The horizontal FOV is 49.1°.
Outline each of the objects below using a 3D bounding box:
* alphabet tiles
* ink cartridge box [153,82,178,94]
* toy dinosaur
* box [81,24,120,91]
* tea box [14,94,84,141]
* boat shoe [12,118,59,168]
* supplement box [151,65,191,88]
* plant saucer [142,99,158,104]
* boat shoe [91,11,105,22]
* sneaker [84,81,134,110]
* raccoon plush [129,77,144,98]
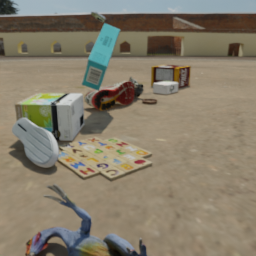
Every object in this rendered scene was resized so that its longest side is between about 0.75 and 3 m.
[{"bbox_3d":[-0.686,0.698,7.308,2.094,0.080,2.516,-13,22,-38],"label":"alphabet tiles"},{"bbox_3d":[2.185,-2.355,16.371,0.950,0.548,1.305,14,22,38],"label":"ink cartridge box"},{"bbox_3d":[-0.554,1.700,3.545,1.017,1.937,1.758,-53,19,-27],"label":"toy dinosaur"},{"bbox_3d":[-1.031,-2.829,10.965,0.716,1.199,2.915,19,45,-8],"label":"box"},{"bbox_3d":[-2.433,-0.400,9.018,1.700,1.154,1.728,0,17,3],"label":"tea box"},{"bbox_3d":[-2.290,0.376,7.276,2.198,0.791,0.682,35,-7,44],"label":"boat shoe"},{"bbox_3d":[2.842,-3.440,18.618,1.935,1.285,1.908,13,21,35],"label":"supplement box"},{"bbox_3d":[1.049,-1.284,13.634,0.775,0.134,0.775,0,16,0],"label":"plant saucer"},{"bbox_3d":[-1.443,-5.260,13.246,0.758,0.235,0.273,25,-20,-1],"label":"boat shoe"},{"bbox_3d":[-0.788,-1.599,13.002,1.174,1.113,2.858,14,22,41],"label":"sneaker"},{"bbox_3d":[0.053,-2.044,14.592,1.046,0.755,1.561,33,-31,-31],"label":"raccoon plush"}]
